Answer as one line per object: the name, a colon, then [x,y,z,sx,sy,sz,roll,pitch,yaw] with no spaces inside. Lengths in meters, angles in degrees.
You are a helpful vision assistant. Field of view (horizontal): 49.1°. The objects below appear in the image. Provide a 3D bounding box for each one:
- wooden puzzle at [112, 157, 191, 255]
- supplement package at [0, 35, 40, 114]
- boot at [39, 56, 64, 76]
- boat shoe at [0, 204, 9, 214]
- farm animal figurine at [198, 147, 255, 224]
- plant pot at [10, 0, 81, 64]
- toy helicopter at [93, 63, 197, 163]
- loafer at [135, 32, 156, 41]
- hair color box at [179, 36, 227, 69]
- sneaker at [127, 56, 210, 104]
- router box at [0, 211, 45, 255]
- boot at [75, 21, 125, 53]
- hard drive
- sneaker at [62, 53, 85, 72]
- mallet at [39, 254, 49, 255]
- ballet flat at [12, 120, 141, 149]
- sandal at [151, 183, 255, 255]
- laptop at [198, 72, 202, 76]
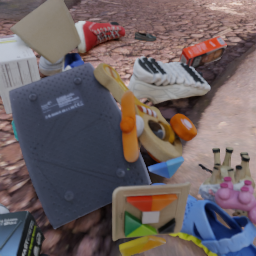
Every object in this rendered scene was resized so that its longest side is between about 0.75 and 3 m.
wooden puzzle: [0.307,1.161,3.742,1.120,1.661,0.194,-10,33,-6]
supplement package: [-3.265,-1.618,8.061,1.082,1.520,1.951,-17,40,-21]
boot: [-2.742,-3.052,10.124,1.065,1.384,2.895,-7,37,-9]
boat shoe: [-3.088,1.371,4.587,2.317,0.835,0.822,-4,41,-2]
farm animal figurine: [2.442,1.133,4.722,2.497,1.255,2.016,-4,14,0]
plant pot: [-2.196,-2.750,8.039,1.542,1.367,1.544,-36,27,1]
toy helicopter: [0.102,-0.294,5.374,2.436,0.961,1.611,50,30,11]
loafer: [0.774,-4.062,12.404,0.985,0.310,0.354,7,37,9]
hair color box: [2.338,-2.324,8.836,1.371,0.696,0.420,-23,68,-12]
sneaker: [1.138,-1.195,7.764,2.728,1.106,1.025,2,43,-34]
router box: [-2.421,2.096,3.487,2.358,0.733,1.767,-8,36,1]
boot: [-1.112,-3.857,11.606,2.020,1.014,2.800,0,33,-2]
hard drive: [-0.995,0.201,5.362,1.951,0.612,2.893,-23,66,-10]
sneaker: [-1.369,-1.157,7.717,1.041,1.219,2.765,-14,40,-21]
mallet: [-0.838,2.233,3.947,1.302,0.268,0.429,18,40,19]
ballet flat: [-1.086,0.153,6.386,2.924,1.049,1.049,7,37,5]
sandal: [1.173,1.441,4.449,2.150,0.936,0.854,26,46,34]
laptop: [1.808,-1.537,9.194,1.135,0.661,1.280,6,11,7]
